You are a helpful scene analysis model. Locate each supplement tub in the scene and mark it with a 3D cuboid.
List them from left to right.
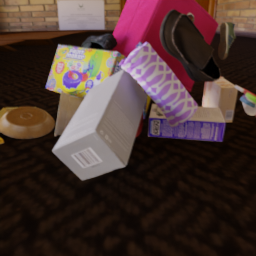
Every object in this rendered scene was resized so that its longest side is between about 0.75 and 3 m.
[{"bbox_3d":[4.852,-0.898,11.038,0.591,0.591,0.895,6,24,12],"label":"supplement tub"}]

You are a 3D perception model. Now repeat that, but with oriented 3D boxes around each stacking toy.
[{"bbox_3d":[3.145,-0.622,7.199,0.933,0.435,1.031,17,25,-30],"label":"stacking toy"}]

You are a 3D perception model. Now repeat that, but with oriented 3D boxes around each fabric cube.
[{"bbox_3d":[1.147,-3.289,10.864,2.817,2.862,2.871,27,-5,-30],"label":"fabric cube"}]

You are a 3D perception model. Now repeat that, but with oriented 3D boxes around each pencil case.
[{"bbox_3d":[0.736,-1.023,6.899,0.945,2.210,0.928,-33,12,41],"label":"pencil case"}]

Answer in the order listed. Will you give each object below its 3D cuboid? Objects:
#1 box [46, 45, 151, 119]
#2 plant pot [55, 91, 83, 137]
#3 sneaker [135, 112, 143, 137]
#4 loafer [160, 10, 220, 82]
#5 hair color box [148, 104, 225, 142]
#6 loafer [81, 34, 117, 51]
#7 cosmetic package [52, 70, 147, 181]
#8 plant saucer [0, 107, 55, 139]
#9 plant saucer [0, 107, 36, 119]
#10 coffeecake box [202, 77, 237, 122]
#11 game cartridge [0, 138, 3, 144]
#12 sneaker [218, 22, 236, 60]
[{"bbox_3d":[-0.909,-1.630,10.098,2.732,1.667,2.632,17,0,35],"label":"box"},{"bbox_3d":[-1.572,-0.360,9.014,1.349,1.474,1.474,9,22,-13],"label":"plant pot"},{"bbox_3d":[-0.443,-0.090,8.758,1.445,0.980,2.502,9,26,17],"label":"sneaker"},{"bbox_3d":[2.009,-2.334,8.266,1.059,1.084,2.969,25,-5,44],"label":"loafer"},{"bbox_3d":[1.879,-0.201,9.285,2.339,0.758,1.279,5,25,7],"label":"hair color box"},{"bbox_3d":[-1.236,-3.030,10.442,0.725,0.702,2.066,-45,30,-25],"label":"loafer"},{"bbox_3d":[-0.562,-0.179,6.923,1.426,1.204,2.669,-23,27,34],"label":"cosmetic package"},{"bbox_3d":[-3.456,-0.280,9.555,1.850,0.327,1.850,6,31,-4],"label":"plant saucer"},{"bbox_3d":[-4.104,-0.402,10.269,1.267,0.307,1.267,-2,25,-4],"label":"plant saucer"},{"bbox_3d":[3.425,-1.132,10.651,0.627,1.318,1.717,-2,24,-3],"label":"coffeecake box"},{"bbox_3d":[-4.438,0.427,8.613,0.904,0.147,0.797,-20,31,-40],"label":"game cartridge"},{"bbox_3d":[3.607,-3.130,10.043,0.570,1.270,0.426,-14,25,-20],"label":"sneaker"}]
